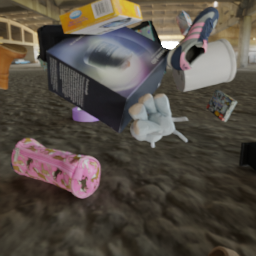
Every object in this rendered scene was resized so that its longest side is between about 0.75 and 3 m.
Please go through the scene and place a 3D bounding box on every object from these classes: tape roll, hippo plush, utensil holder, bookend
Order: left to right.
[{"bbox_3d":[-2.122,-0.756,14.737,1.590,0.522,1.590,1,16,0],"label":"tape roll"},{"bbox_3d":[0.609,-0.154,6.769,1.366,1.088,1.099,9,-18,-8],"label":"hippo plush"},{"bbox_3d":[2.666,-2.238,10.181,1.851,1.573,1.573,-14,17,-4],"label":"utensil holder"},{"bbox_3d":[4.428,1.041,7.979,1.746,0.809,1.757,-2,17,-4],"label":"bookend"}]

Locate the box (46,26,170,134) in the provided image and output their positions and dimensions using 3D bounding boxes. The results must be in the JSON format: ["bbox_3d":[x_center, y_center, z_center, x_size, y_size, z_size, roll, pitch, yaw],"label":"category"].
[{"bbox_3d":[-0.522,-1.713,8.304,2.600,1.616,2.622,31,54,10],"label":"box"}]

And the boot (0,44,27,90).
[{"bbox_3d":[-4.259,-2.100,9.653,2.075,1.605,0.764,16,22,27],"label":"boot"}]

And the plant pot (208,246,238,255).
[{"bbox_3d":[1.569,2.253,3.855,0.856,0.982,0.982,18,16,-4],"label":"plant pot"}]

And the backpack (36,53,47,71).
[{"bbox_3d":[-3.273,-2.940,11.839,1.189,0.753,0.992,-22,7,29],"label":"backpack"}]

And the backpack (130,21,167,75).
[{"bbox_3d":[0.801,-3.248,12.384,1.710,2.231,1.961,-25,-8,8],"label":"backpack"}]

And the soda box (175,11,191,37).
[{"bbox_3d":[2.068,-3.726,10.128,0.363,0.390,1.141,23,43,-33],"label":"soda box"}]

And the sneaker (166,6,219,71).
[{"bbox_3d":[1.988,-2.401,7.693,0.731,2.085,0.855,36,-1,-40],"label":"sneaker"}]

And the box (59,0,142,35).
[{"bbox_3d":[-0.523,-2.668,6.824,1.304,0.454,2.191,-11,15,22],"label":"box"}]

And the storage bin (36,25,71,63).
[{"bbox_3d":[-2.192,-2.972,9.894,1.820,1.230,0.853,-10,18,-22],"label":"storage bin"}]

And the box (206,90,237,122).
[{"bbox_3d":[2.388,-0.584,7.231,0.166,0.570,0.833,15,21,-20],"label":"box"}]

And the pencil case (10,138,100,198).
[{"bbox_3d":[-1.980,1.026,7.518,2.664,1.103,1.153,12,20,32],"label":"pencil case"}]
